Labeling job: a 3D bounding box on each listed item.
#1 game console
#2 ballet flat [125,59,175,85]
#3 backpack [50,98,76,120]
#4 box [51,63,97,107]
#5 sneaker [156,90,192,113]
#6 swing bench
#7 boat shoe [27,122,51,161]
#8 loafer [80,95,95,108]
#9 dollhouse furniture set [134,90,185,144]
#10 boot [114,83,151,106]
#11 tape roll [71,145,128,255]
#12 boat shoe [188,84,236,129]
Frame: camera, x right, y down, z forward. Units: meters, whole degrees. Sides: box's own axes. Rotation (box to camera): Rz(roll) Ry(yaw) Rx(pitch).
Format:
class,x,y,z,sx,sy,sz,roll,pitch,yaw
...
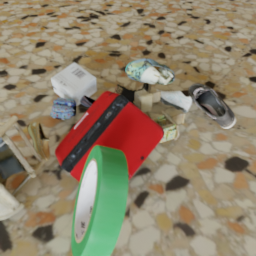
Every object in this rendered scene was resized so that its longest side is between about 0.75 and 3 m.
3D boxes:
class,x,y,z,sx,sy,sz,roll,pitch,yaw
game console,-0.697,0.450,8.823,2.784,1.652,2.399,-50,26,-5
ballet flat,0.941,-1.934,10.060,0.932,0.932,2.510,32,26,30
backpack,-2.452,-0.690,10.468,0.887,0.654,0.972,10,20,6
box,-2.182,-1.749,11.402,1.295,0.851,1.301,37,63,20
sneaker,1.780,-1.195,11.182,1.627,0.572,0.652,28,78,20
swing bench,-3.518,1.104,7.322,1.407,2.156,2.168,5,52,14
boat shoe,-2.680,0.438,8.742,0.493,1.296,0.464,-14,20,18
loafer,-1.276,-0.894,10.546,1.072,0.338,0.385,22,41,-18
dollhouse furniture set,1.328,-0.472,9.478,2.013,1.780,1.119,-17,41,-22
boot,0.142,-1.392,11.162,1.332,0.647,1.769,23,52,-5
tape roll,-0.733,1.728,6.610,0.620,2.581,2.581,13,40,-17
boat shoe,3.038,-1.033,10.559,0.884,0.753,2.643,-43,46,11
